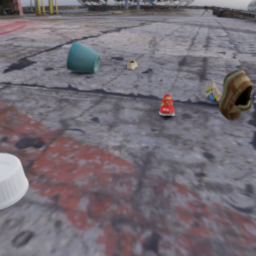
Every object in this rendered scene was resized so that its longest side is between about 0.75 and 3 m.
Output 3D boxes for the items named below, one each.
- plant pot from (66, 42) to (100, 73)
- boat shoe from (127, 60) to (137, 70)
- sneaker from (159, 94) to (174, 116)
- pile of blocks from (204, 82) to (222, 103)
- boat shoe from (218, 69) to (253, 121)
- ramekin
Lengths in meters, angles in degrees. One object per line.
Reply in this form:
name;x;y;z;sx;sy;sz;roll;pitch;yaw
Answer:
plant pot;-2.313;-3.644;15.028;1.457;1.551;1.551;18;28;3
boat shoe;0.250;-3.703;16.141;0.476;0.447;1.292;4;27;9
sneaker;1.414;-0.861;10.324;0.542;0.598;1.408;1;27;2
pile of blocks;3.589;-1.314;11.553;0.449;0.593;1.445;36;25;-26
boat shoe;2.523;-0.618;6.511;0.614;1.622;0.599;-29;55;-2
ramekin;-2.999;1.155;6.239;1.383;0.674;1.383;0;26;0
